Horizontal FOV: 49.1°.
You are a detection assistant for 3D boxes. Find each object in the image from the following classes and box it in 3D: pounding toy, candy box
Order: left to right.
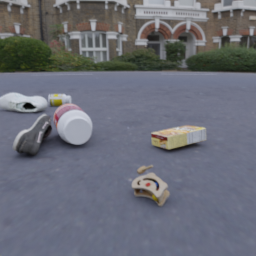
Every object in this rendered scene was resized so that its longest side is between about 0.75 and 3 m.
[{"bbox_3d":[0.365,1.105,5.585,0.542,0.544,0.948,-30,34,-20],"label":"pounding toy"},{"bbox_3d":[1.592,0.276,8.819,1.520,0.420,0.877,-12,12,-28],"label":"candy box"}]

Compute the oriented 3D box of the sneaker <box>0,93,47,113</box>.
[{"bbox_3d":[-5.466,-1.232,14.118,2.545,0.895,1.020,2,18,7],"label":"sneaker"}]

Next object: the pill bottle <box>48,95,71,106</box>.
[{"bbox_3d":[-3.837,-1.556,15.771,1.175,0.654,0.654,0,15,1],"label":"pill bottle"}]

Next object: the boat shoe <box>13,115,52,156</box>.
[{"bbox_3d":[-2.780,0.248,8.799,0.690,0.810,2.422,25,19,-4],"label":"boat shoe"}]

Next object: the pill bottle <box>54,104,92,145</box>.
[{"bbox_3d":[-1.843,-0.120,9.349,1.112,1.112,1.969,-5,15,-19],"label":"pill bottle"}]
